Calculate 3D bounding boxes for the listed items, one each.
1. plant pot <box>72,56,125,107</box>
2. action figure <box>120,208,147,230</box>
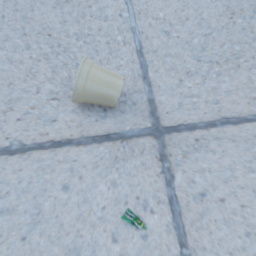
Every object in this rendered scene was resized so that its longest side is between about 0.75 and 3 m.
[{"bbox_3d":[-1.076,-1.602,10.828,1.707,1.864,1.864,17,63,-4],"label":"plant pot"},{"bbox_3d":[0.244,3.001,9.091,0.884,0.242,0.522,34,43,10],"label":"action figure"}]
